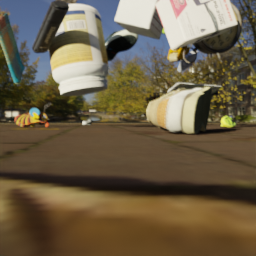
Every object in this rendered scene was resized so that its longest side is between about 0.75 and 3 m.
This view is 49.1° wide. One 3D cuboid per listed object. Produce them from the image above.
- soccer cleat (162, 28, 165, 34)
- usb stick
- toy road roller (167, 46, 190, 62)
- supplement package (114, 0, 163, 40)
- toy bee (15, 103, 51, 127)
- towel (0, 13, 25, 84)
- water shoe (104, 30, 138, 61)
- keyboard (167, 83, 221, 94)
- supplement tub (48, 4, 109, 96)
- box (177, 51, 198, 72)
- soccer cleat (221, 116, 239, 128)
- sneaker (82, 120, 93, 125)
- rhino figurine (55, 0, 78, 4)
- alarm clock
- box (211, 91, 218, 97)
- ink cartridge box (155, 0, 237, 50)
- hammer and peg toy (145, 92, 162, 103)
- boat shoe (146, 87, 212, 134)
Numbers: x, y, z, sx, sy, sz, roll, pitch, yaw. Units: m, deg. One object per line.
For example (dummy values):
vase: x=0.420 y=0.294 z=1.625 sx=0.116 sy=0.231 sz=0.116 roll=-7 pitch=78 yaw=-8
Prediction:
soccer cleat: x=1.165 y=-4.032 z=10.044 sx=0.571 sy=1.409 sz=0.476 roll=-34 pitch=36 yaw=9
usb stick: x=-2.197 y=-2.752 z=7.802 sx=0.544 sy=0.320 sz=1.961 roll=-24 pitch=-9 yaw=-41
toy road roller: x=2.144 y=-3.128 z=11.583 sx=0.738 sy=1.010 sz=0.621 roll=22 pitch=-9 yaw=-42
supplement package: x=0.567 y=-3.714 z=8.061 sx=1.116 sy=1.909 sz=1.120 roll=22 pitch=9 yaw=21
toy bee: x=-3.366 y=-0.347 z=10.454 sx=1.496 sy=0.813 sz=0.979 roll=-33 pitch=-7 yaw=-16
towel: x=-4.163 y=-2.820 z=9.979 sx=0.236 sy=2.172 sz=1.592 roll=-10 pitch=33 yaw=-6
water shoe: x=-0.471 y=-3.525 z=11.188 sx=0.879 sy=0.970 sz=2.458 roll=20 pitch=-19 yaw=-31
keyboard: x=2.627 y=-1.513 z=10.926 sx=2.377 sy=0.127 sz=0.669 roll=-2 pitch=-17 yaw=-33
supplement tub: x=-1.626 y=-2.418 z=9.110 sx=1.843 sy=2.552 sz=1.843 roll=-9 pitch=1 yaw=0
box: x=2.708 y=-3.047 z=12.752 sx=1.012 sy=0.789 sz=0.208 roll=-31 pitch=61 yaw=-35
soccer cleat: x=3.549 y=-0.151 z=10.050 sx=0.575 sy=0.445 sz=1.375 roll=-35 pitch=-14 yaw=31
sneaker: x=-2.108 y=-0.261 z=15.390 sx=0.444 sy=0.288 sz=0.769 roll=7 pitch=15 yaw=35
rhino figurine: x=-2.086 y=-4.249 z=9.197 sx=0.849 sy=0.254 sz=0.371 roll=2 pitch=-7 yaw=-15
alarm clock: x=2.313 y=-2.712 z=8.041 sx=1.455 sy=2.156 sz=0.718 roll=43 pitch=-6 yaw=-18
box: x=3.697 y=-1.662 z=13.265 sx=0.708 sy=0.179 sz=0.990 roll=-15 pitch=21 yaw=-10
ink cartridge box: x=1.646 y=-2.710 z=6.708 sx=1.619 sy=1.172 sz=0.683 roll=-23 pitch=5 yaw=-21
hammer and peg toy: x=1.147 y=-1.342 z=12.288 sx=0.578 sy=0.277 sz=0.785 roll=-12 pitch=-7 yaw=-24
boat shoe: x=1.217 y=-0.422 z=6.057 sx=0.947 sy=1.034 sz=2.768 roll=7 pitch=5 yaw=22
